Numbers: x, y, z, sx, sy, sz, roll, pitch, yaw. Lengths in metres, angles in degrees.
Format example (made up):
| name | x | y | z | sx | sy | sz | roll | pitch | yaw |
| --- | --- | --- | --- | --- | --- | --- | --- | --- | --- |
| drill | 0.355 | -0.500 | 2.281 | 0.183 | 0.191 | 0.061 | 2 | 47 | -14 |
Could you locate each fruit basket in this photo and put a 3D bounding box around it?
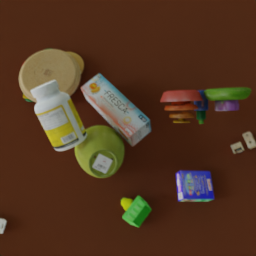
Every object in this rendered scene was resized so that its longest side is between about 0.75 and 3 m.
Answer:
| name | x | y | z | sx | sy | sz | roll | pitch | yaw |
| --- | --- | --- | --- | --- | --- | --- | --- | --- | --- |
| fruit basket | 0.186 | 2.903 | 10.019 | 1.046 | 0.755 | 1.046 | -26 | 37 | 21 |

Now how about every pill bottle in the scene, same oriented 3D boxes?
| name | x | y | z | sx | sy | sz | roll | pitch | yaw |
| --- | --- | --- | --- | --- | --- | --- | --- | --- | --- |
| pill bottle | -2.271 | -0.403 | 9.076 | 1.186 | 1.186 | 2.118 | -25 | 107 | -7 |

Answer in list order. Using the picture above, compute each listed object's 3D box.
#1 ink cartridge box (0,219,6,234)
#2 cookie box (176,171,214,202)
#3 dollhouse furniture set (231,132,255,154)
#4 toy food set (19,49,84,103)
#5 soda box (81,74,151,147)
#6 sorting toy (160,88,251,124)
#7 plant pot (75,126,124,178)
| name | x | y | z | sx | sy | sz | roll | pitch | yaw |
| --- | --- | --- | --- | --- | --- | --- | --- | --- | --- |
| ink cartridge box | -4.728 | 3.447 | 9.953 | 0.811 | 0.275 | 0.470 | 11 | 73 | 3 |
| cookie box | 2.401 | 2.114 | 10.128 | 1.216 | 0.457 | 1.040 | 4 | 67 | -15 |
| dollhouse furniture set | 4.420 | 0.586 | 10.798 | 0.850 | 0.599 | 0.595 | -26 | 71 | 23 |
| toy food set | -3.224 | -2.139 | 11.534 | 2.576 | 0.633 | 2.603 | 8 | 73 | 3 |
| soda box | -0.477 | -0.708 | 10.471 | 1.001 | 0.931 | 2.928 | -40 | 66 | -11 |
| sorting toy | 2.594 | -0.696 | 9.590 | 2.944 | 1.769 | 1.208 | -2 | 95 | 8 |
| plant pot | -0.904 | 0.963 | 9.520 | 1.837 | 1.963 | 1.837 | -1 | 99 | -9 |
